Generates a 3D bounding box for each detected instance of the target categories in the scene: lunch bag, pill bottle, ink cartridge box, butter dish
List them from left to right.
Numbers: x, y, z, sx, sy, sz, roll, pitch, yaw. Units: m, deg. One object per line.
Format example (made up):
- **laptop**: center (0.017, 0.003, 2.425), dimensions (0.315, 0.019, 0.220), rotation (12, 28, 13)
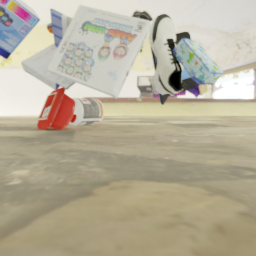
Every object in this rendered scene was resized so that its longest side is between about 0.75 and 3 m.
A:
- **ink cartridge box**: center (-4.154, -3.267, 9.026), dimensions (1.477, 2.165, 0.826), rotation (31, 21, -49)
- **butter dish**: center (-3.182, -0.705, 13.374), dimensions (1.559, 2.103, 2.109), rotation (27, -16, -31)
- **ink cartridge box**: center (-2.551, -2.678, 11.825), dimensions (2.715, 0.551, 2.709), rotation (32, 55, 23)
- **pill bottle**: center (-2.839, -0.957, 16.531), dimensions (1.638, 1.638, 2.815), rotation (3, 4, 34)
- **lunch bag**: center (2.106, -1.947, 8.367), dimensions (1.192, 1.483, 0.611), rotation (-11, -29, -48)

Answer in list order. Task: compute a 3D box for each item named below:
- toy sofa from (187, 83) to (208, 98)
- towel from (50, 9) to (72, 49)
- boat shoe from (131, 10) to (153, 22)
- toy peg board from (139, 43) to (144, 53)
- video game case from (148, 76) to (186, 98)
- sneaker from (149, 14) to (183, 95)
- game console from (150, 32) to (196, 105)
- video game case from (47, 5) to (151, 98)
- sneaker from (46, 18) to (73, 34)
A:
- **toy sofa**: center (3.333, -2.218, 14.459), dimensions (0.738, 0.626, 1.512), rotation (-32, 41, -10)
- **towel**: center (-1.669, -2.937, 9.708), dimensions (2.333, 0.278, 1.713), rotation (30, -27, 7)
- **boat shoe**: center (0.491, -4.110, 10.501), dimensions (0.473, 0.408, 1.301), rotation (47, -1, -37)
- **toy peg board**: center (0.132, -3.420, 11.208), dimensions (1.098, 0.540, 1.103), rotation (-13, -18, -7)
- **video game case**: center (1.962, -2.139, 14.216), dimensions (1.622, 0.290, 1.470), rotation (-5, 48, -7)
- **sneaker**: center (1.498, -2.548, 9.953), dimensions (1.054, 2.860, 1.144), rotation (-19, 23, -22)
- **game console**: center (2.093, -2.689, 12.478), dimensions (2.334, 2.735, 1.618), rotation (-16, 22, -8)
- **video game case**: center (-0.853, -2.195, 7.755), dimensions (2.411, 2.195, 0.286), rotation (23, -5, 24)
- **sneaker**: center (-2.796, -3.908, 11.974), dimensions (0.846, 1.222, 2.181), rotation (-20, 20, -32)
